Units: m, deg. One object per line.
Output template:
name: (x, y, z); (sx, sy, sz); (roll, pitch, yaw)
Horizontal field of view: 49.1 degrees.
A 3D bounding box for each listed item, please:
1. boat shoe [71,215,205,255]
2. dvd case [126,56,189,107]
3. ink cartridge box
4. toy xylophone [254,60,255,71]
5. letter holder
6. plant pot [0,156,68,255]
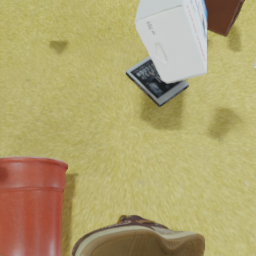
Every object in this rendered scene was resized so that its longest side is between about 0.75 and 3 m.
boat shoe: (0.137, 1.816, 4.225); (0.964, 2.678, 0.966); (10, 85, 45)
dvd case: (0.981, -1.669, 9.592); (1.335, 0.220, 1.777); (-36, 69, -17)
ink cartridge box: (1.004, -2.322, 5.843); (0.956, 1.631, 2.227); (-10, 50, 25)
toy xylophone: (2.983, -1.527, 4.903); (1.143, 0.392, 1.561); (22, 106, 8)
letter holder: (2.941, -4.883, 10.364); (2.525, 1.794, 1.270); (27, 66, 14)
plant pot: (-2.632, 2.225, 6.430); (2.624, 2.624, 2.552); (-7, 71, -4)
